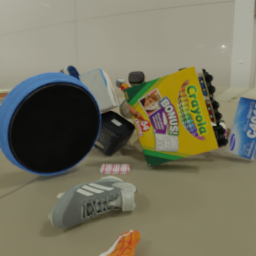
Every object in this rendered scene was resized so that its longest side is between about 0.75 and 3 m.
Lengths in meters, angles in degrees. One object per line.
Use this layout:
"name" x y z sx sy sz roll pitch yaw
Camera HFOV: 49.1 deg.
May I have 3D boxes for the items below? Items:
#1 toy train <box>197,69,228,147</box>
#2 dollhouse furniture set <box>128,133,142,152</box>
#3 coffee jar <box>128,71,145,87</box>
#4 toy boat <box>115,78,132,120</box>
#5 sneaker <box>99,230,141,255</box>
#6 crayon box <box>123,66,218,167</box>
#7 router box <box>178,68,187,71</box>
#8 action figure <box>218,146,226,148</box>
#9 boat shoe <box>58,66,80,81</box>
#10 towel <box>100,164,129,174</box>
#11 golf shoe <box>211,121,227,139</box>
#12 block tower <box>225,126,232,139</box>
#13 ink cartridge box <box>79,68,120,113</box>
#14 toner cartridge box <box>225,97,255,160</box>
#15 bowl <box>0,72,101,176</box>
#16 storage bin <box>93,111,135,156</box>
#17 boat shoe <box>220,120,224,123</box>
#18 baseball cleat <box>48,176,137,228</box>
"toy train" 2.641 -0.579 9.051 0.616 2.688 0.458 -17 17 8
"dollhouse furniture set" 0.381 -0.296 10.669 1.745 1.097 1.973 -43 25 -5
"coffee jar" 0.436 -1.760 11.534 0.690 0.564 1.323 1 -29 16
"toy boat" 0.138 -1.233 10.955 0.875 1.583 1.883 50 2 34
"sneaker" -0.126 2.044 4.320 0.515 0.488 1.336 32 25 20
"crayon box" 1.277 -0.315 8.467 2.151 2.493 0.727 -17 7 12
"router box" 2.270 -1.075 10.337 0.579 1.864 1.397 -7 -32 2
"action figure" 2.985 0.606 10.241 1.022 0.506 0.333 -20 43 16
"boat shoe" -2.006 -1.092 10.802 0.900 2.486 0.898 -17 6 31
"towel" -0.400 1.236 8.577 0.889 0.133 0.651 0 11 0
"golf shoe" 3.574 0.011 12.503 1.170 0.963 2.557 -2 11 5
"block tower" 4.738 0.337 11.922 0.500 0.535 1.852 -2 10 -10
"ink cartridge box" -1.005 -1.367 10.851 0.828 1.431 2.462 -20 3 6
"toner cartridge box" 3.998 0.003 9.395 0.924 1.945 0.420 18 8 37
"bowl" -2.010 -0.030 7.647 2.903 2.903 0.570 -9 26 -38
"storage bin" -0.667 0.144 10.626 1.308 0.907 1.935 34 21 11
"boat shoe" 4.142 -0.251 14.381 0.732 0.618 2.054 -7 14 -29
"baseball cleat" -0.539 1.500 5.839 1.157 0.758 2.174 7 15 30
